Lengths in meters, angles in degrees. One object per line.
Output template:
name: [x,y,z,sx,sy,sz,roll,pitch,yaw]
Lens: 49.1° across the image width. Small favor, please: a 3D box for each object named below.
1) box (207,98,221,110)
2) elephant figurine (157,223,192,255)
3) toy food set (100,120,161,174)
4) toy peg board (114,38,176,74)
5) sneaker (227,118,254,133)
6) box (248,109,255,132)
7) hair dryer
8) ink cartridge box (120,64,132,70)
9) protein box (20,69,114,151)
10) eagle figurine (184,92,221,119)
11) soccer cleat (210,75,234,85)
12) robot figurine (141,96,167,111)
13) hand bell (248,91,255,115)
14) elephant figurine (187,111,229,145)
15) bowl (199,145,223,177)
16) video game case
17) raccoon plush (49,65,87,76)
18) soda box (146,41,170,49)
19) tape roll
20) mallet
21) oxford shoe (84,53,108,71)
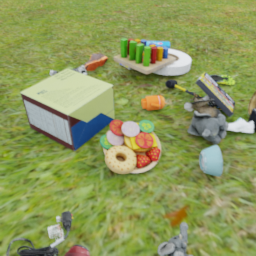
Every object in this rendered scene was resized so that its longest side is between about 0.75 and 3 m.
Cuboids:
box: [3.579,-1.033,11.522,0.654,0.202,0.819,-4,38,-7]
elephant figurine: [1.066,2.762,6.178,0.855,0.780,1.103,-4,20,-10]
toy food set: [0.103,0.536,8.882,1.945,0.473,1.926,-7,57,-14]
toy peg board: [0.795,-3.564,12.947,2.124,1.039,2.116,31,45,33]
sneaker: [3.905,-0.106,10.005,1.145,0.507,0.431,5,4,-2]
box: [5.423,-0.185,10.059,1.673,0.660,1.181,-4,41,-5]
hair dryer: [-1.660,3.091,6.134,1.721,0.614,2.259,-30,40,-8]
ink cartridge box: [0.158,-3.306,14.401,0.900,0.214,0.910,-22,44,-30]
protein box: [-2.076,-0.750,10.049,2.282,1.540,2.266,24,44,27]
eagle figurine: [2.819,-0.870,10.645,1.011,1.006,1.333,3,30,-12]
soccer cleat: [4.266,-2.200,12.868,1.220,0.394,0.510,9,-4,-6]
robot figurine: [1.029,-0.987,11.137,0.979,0.704,0.571,-7,77,-6]
hand bell: [5.824,-0.721,10.807,1.992,1.037,1.037,15,39,-2]
elephant figurine: [2.596,-0.112,9.838,1.097,1.202,1.550,-50,43,-8]
bowl: [2.417,0.991,8.322,0.489,0.936,0.936,-3,38,0]
video game case: [3.403,-1.332,10.806,1.786,0.228,1.614,46,30,1]
raccoon plush: [-2.627,-2.572,12.727,1.549,0.750,1.038,27,46,-3]
soda box: [1.417,-4.452,15.594,1.749,0.561,0.593,2,38,4]
tape roll: [1.870,-3.359,14.105,2.595,0.474,2.595,3,35,-2]
mallet: [2.480,-1.644,12.165,1.795,0.369,0.591,29,24,23]
oxford shoe: [-1.742,-3.311,13.991,0.614,0.601,1.685,42,39,8]
